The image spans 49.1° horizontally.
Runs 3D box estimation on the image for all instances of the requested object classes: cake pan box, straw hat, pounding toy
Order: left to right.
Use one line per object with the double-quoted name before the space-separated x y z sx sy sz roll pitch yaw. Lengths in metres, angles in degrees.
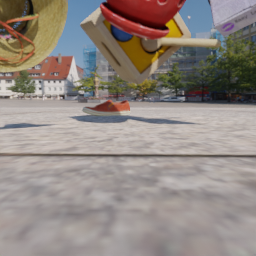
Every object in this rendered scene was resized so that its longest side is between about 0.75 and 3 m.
"straw hat" -2.156 -2.088 4.891 2.086 2.086 0.883 -5 46 -43
"pounding toy" 0.689 -2.931 8.757 2.760 2.998 2.131 -43 25 -6
"cake pan box" 2.532 -3.096 5.504 2.117 1.949 0.554 -21 -30 37

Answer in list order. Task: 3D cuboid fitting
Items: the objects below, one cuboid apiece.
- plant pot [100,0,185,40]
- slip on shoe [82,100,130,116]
"plant pot" 0.345 -3.083 6.222 1.953 1.778 1.953 18 31 -11
"slip on shoe" -1.104 -1.059 14.635 2.725 0.834 1.009 -5 8 -30
